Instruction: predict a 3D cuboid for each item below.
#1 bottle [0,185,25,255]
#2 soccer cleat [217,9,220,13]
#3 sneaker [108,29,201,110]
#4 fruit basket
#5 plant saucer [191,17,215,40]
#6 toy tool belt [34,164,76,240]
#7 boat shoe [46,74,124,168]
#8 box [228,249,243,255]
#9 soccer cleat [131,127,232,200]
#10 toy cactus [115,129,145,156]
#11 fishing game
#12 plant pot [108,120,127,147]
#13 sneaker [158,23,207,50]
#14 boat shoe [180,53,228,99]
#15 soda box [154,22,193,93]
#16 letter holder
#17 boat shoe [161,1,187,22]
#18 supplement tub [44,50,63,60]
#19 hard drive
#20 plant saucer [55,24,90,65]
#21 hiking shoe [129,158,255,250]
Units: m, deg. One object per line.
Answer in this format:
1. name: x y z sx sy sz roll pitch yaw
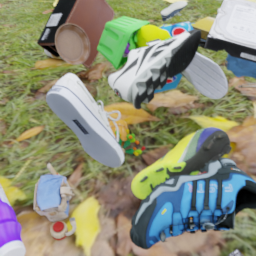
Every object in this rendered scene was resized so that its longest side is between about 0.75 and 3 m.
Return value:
1. bottle: -3.257 2.156 6.855 0.823 1.054 2.522 -26 48 -26
2. soccer cleat: 3.344 -3.701 9.307 0.325 0.364 0.939 -27 70 -16
3. sneaker: 0.517 -1.337 5.340 0.963 0.806 2.176 36 63 28
4. fruit basket: 0.218 -1.856 6.191 1.482 1.069 1.482 19 35 -14
5. plant saucer: 3.048 -2.847 8.601 1.877 0.455 1.877 26 16 19
6. toy tool belt: -1.908 1.841 7.186 1.088 1.071 1.743 -10 42 -12
7. boat shoe: -0.695 -0.178 5.917 0.865 2.342 0.999 -9 42 37
8. box: 2.355 3.231 6.241 0.868 0.216 0.685 -21 45 -22
9. soccer cleat: 1.152 0.800 6.357 2.535 0.820 1.060 -30 15 -13
10. toy cactus: -0.069 0.617 8.892 0.957 1.160 0.593 -50 31 -2
11. fishing game: 3.677 -1.900 7.693 1.974 2.757 0.428 2 67 26
12. plant pot: -0.364 0.244 9.340 0.793 0.793 0.726 -8 57 -9
13. sneaker: 1.898 -3.344 10.747 2.679 1.110 0.950 10 51 31
14. boat shoe: 1.641 -1.568 7.010 2.099 0.756 0.744 39 19 -13
15. soda box: 1.300 -2.087 8.814 0.885 2.608 0.837 -14 73 -10
16. letter holder: -1.804 -3.662 10.256 1.269 1.794 2.523 14 78 41
17. boat shoe: 1.553 -3.932 9.453 1.040 0.321 0.389 -37 54 -18
18. supplement tub: -3.392 -3.895 13.890 1.293 0.933 0.933 11 42 13
19. hard drive: 2.235 -1.927 5.377 1.158 0.313 1.657 21 53 13
20. plant saucer: -1.499 -2.201 7.438 0.195 1.064 1.064 2 32 47
21. hiking shoe: 1.305 1.412 5.039 2.715 1.010 1.177 -25 34 -23
